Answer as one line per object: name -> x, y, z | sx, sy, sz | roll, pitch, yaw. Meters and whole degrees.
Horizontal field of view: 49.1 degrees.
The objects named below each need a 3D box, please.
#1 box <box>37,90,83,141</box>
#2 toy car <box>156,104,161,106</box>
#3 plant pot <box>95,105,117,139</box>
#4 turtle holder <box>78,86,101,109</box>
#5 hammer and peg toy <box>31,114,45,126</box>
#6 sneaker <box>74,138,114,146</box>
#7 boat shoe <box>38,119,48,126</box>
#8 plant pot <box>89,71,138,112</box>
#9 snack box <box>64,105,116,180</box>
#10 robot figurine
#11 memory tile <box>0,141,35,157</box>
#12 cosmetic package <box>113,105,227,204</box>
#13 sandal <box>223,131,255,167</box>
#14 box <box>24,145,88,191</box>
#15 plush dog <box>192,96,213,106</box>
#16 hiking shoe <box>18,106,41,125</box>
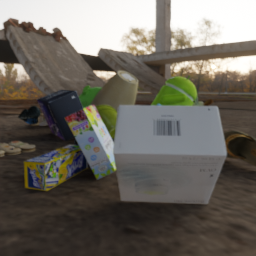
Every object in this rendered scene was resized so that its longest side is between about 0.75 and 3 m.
box -> -2.794, -0.617, 12.021 | 1.236, 1.754, 2.370 | -27, 19, -22
toy car -> 1.289, 0.009, 9.978 | 1.319, 1.265, 1.430 | 38, 3, 8
plant pot -> -0.658, 0.136, 9.657 | 1.477, 1.477, 1.422 | -5, 26, -29
turtle holder -> -1.949, -1.063, 15.892 | 2.772, 2.106, 1.969 | -22, -15, 1
hammer and peg toy -> -4.220, -0.669, 15.703 | 2.602, 0.917, 1.914 | -2, 9, -31
sneaker -> -0.706, 0.594, 8.330 | 1.884, 0.772, 0.690 | 28, -10, 14
boat shoe -> -4.605, -0.366, 15.700 | 1.003, 0.428, 0.371 | -9, 12, -44
plant pot -> -0.456, -1.361, 12.207 | 1.952, 2.084, 1.952 | 21, 31, -13
snack box -> -0.832, 0.292, 7.122 | 0.561, 1.657, 1.397 | -25, 7, 7
robot figurine -> 1.917, -1.048, 12.067 | 1.512, 2.614, 2.294 | 32, 2, 2
memory tile -> -4.346, 0.726, 9.387 | 2.087, 0.175, 1.599 | -7, 12, -42
cosmetic package -> 0.665, 0.540, 5.008 | 1.680, 1.685, 1.036 | 1, 52, 5
sandal -> 3.100, 0.548, 7.787 | 0.570, 0.848, 2.111 | 14, 7, -22
box -> -1.651, 0.891, 6.732 | 0.585, 0.637, 1.819 | 4, 9, 21
plush dog -> 3.424, -0.565, 13.195 | 1.833, 1.470, 1.574 | 45, 1, 26
hiking shoe -> -3.681, -0.455, 10.899 | 1.493, 0.556, 0.647 | -1, -36, 50
